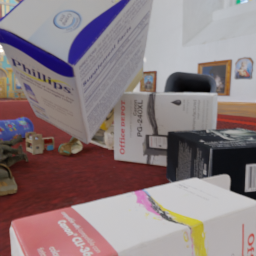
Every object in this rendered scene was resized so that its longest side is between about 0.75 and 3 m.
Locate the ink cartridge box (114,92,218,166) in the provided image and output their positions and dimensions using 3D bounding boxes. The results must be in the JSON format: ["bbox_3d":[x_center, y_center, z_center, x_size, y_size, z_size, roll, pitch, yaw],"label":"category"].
[{"bbox_3d":[1.069,0.008,8.416,2.933,2.130,1.223,4,10,23],"label":"ink cartridge box"}]

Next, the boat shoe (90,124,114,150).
[{"bbox_3d":[-0.476,0.381,10.103,2.944,1.042,1.020,2,16,33],"label":"boat shoe"}]

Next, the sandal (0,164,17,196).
[{"bbox_3d":[-3.098,1.119,6.601,0.728,0.489,1.812,-7,11,-38],"label":"sandal"}]

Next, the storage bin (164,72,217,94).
[{"bbox_3d":[2.093,-0.448,10.218,1.996,2.743,1.842,11,1,22],"label":"storage bin"}]

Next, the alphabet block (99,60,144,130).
[{"bbox_3d":[-1.205,-1.977,9.363,2.627,2.676,2.613,26,-23,16],"label":"alphabet block"}]

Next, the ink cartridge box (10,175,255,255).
[{"bbox_3d":[0.356,1.296,2.415,2.396,1.396,0.809,-6,10,-33],"label":"ink cartridge box"}]

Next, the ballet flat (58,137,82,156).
[{"bbox_3d":[-1.940,0.666,9.921,0.539,0.505,1.489,21,12,5],"label":"ballet flat"}]

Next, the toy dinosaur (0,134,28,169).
[{"bbox_3d":[-3.698,0.792,8.010,1.419,1.068,2.775,-15,18,-16],"label":"toy dinosaur"}]

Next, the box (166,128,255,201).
[{"bbox_3d":[2.193,0.795,6.148,2.115,1.311,2.079,-2,7,-14],"label":"box"}]

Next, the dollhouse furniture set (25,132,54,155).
[{"bbox_3d":[-3.077,0.491,10.085,0.989,0.693,0.697,-7,11,-38],"label":"dollhouse furniture set"}]

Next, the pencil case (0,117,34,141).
[{"bbox_3d":[-5.090,0.085,11.795,0.916,1.020,2.348,-44,-9,20],"label":"pencil case"}]

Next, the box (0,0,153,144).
[{"bbox_3d":[-0.832,-1.550,5.805,1.525,2.673,2.907,28,-25,10],"label":"box"}]
